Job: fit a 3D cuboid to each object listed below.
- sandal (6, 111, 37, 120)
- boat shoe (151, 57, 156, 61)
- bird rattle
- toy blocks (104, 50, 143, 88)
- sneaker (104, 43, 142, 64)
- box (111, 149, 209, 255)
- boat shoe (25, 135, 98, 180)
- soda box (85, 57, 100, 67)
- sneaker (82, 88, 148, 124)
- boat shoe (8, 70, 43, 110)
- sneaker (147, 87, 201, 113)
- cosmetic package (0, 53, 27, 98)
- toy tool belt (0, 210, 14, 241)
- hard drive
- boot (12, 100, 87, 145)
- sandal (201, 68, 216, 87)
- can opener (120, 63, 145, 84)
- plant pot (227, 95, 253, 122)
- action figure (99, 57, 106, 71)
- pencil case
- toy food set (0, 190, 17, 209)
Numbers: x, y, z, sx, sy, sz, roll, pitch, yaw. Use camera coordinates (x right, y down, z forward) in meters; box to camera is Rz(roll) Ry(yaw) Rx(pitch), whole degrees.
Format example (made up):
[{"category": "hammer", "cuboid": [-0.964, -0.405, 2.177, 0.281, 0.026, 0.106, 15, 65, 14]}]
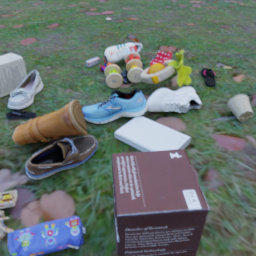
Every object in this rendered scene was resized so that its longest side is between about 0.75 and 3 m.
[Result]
[{"category": "sandal", "cuboid": [-4.207, -0.555, 11.034, 1.195, 0.256, 0.454, 0, 35, 2]}, {"category": "boat shoe", "cuboid": [1.680, -3.485, 14.767, 0.482, 0.618, 1.361, 24, 42, 29]}, {"category": "bird rattle", "cuboid": [1.431, -2.578, 11.980, 2.048, 1.415, 2.512, -30, 34, -16]}, {"category": "toy blocks", "cuboid": [-0.254, -2.966, 13.470, 1.836, 0.800, 2.203, -13, 43, 4]}, {"category": "sneaker", "cuboid": [-0.203, -4.097, 14.924, 1.152, 0.868, 2.464, -8, 16, 42]}, {"category": "box", "cuboid": [0.546, 1.831, 6.211, 1.712, 2.086, 1.730, -3, 35, -4]}, {"category": "boat shoe", "cuboid": [-1.905, 0.794, 8.484, 2.374, 0.859, 0.858, -29, 73, -29]}, {"category": "soda box", "cuboid": [-1.917, -3.560, 15.173, 0.288, 0.267, 0.841, 27, 43, 32]}, {"category": "sneaker", "cuboid": [-0.590, -0.963, 10.679, 2.545, 1.145, 0.998, -13, 37, 4]}, {"category": "boat shoe", "cuboid": [-4.430, -1.621, 12.051, 0.911, 0.793, 2.473, 7, 37, 9]}, {"category": "sneaker", "cuboid": [1.860, -1.044, 11.240, 2.419, 0.901, 1.054, -14, 43, -17]}, {"category": "cosmetic package", "cuboid": [-5.900, -2.081, 12.136, 1.008, 1.491, 2.835, 26, 42, 33]}, {"category": "toy tool belt", "cuboid": [-3.284, 2.330, 6.901, 0.631, 0.641, 1.026, 3, 26, -46]}, {"category": "hard drive", "cuboid": [0.835, 0.339, 9.793, 2.224, 0.292, 1.467, 25, 43, 31]}, {"category": "boot", "cuboid": [-2.514, 0.001, 8.865, 2.319, 1.105, 2.998, -14, -2, -8]}, {"category": "sandal", "cuboid": [3.984, -2.576, 13.705, 0.663, 0.398, 1.765, 2, 36, 3]}, {"category": "can opener", "cuboid": [0.188, -2.721, 13.830, 1.743, 0.552, 0.685, -41, 95, -34]}, {"category": "plant pot", "cuboid": [4.404, -0.705, 10.866, 0.872, 0.872, 0.798, -4, 48, -5]}, {"category": "action figure", "cuboid": [-1.120, -3.054, 14.145, 0.446, 0.676, 1.366, -31, 42, -19]}, {"category": "pencil case", "cuboid": [-1.839, 2.561, 6.414, 1.720, 0.671, 0.747, -10, 48, -14]}, {"category": "toy food set", "cuboid": [-3.331, 1.903, 7.455, 0.614, 0.258, 0.856, -9, 12, -13]}]
